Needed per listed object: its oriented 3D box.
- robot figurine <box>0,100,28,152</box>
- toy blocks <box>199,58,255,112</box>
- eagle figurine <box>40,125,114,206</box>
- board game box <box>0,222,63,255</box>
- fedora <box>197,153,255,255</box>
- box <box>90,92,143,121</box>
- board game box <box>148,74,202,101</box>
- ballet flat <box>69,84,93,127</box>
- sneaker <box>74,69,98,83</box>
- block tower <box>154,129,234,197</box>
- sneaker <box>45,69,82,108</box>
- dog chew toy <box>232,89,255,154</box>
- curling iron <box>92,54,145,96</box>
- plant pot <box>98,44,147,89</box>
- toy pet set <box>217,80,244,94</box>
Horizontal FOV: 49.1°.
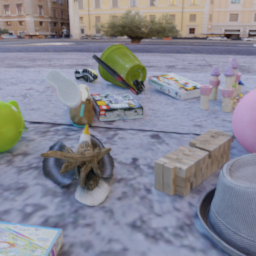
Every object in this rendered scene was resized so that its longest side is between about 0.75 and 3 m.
[{"bbox_3d":[-3.648,-0.107,7.157,2.271,1.314,1.993,13,13,32],"label":"robot figurine"},{"bbox_3d":[4.074,-1.744,10.706,2.275,1.915,2.126,10,22,25],"label":"toy blocks"},{"bbox_3d":[-0.934,0.645,5.757,1.443,1.435,1.902,38,-18,-8],"label":"eagle figurine"},{"bbox_3d":[-1.745,1.710,3.816,1.426,0.244,0.958,4,20,9],"label":"board game box"},{"bbox_3d":[2.347,1.102,4.192,2.475,1.117,2.189,8,22,21],"label":"fedora"},{"bbox_3d":[-0.502,-0.840,10.375,1.545,0.450,2.257,-5,21,-14],"label":"box"},{"bbox_3d":[2.214,-1.942,12.933,1.496,0.410,2.370,-15,33,-31],"label":"board game box"},{"bbox_3d":[-1.655,-0.937,9.762,0.962,1.026,2.837,6,18,-12],"label":"ballet flat"},{"bbox_3d":[-2.212,-3.019,15.831,0.880,0.762,1.949,-14,24,-39],"label":"sneaker"},{"bbox_3d":[1.500,0.680,6.037,0.629,0.674,2.331,17,28,39],"label":"block tower"},{"bbox_3d":[-1.493,-0.841,7.052,0.569,0.790,1.512,-39,53,-9],"label":"sneaker"},{"bbox_3d":[3.366,-0.137,6.845,1.647,1.647,2.645,6,3,16],"label":"dog chew toy"},{"bbox_3d":[-0.376,-2.182,11.511,2.607,0.646,0.333,31,-19,-17],"label":"curling iron"},{"bbox_3d":[-0.149,-2.904,14.118,2.098,2.098,2.020,-12,36,-30],"label":"plant pot"},{"bbox_3d":[4.779,-2.088,13.374,1.327,0.705,1.239,-7,21,-17],"label":"toy pet set"}]
